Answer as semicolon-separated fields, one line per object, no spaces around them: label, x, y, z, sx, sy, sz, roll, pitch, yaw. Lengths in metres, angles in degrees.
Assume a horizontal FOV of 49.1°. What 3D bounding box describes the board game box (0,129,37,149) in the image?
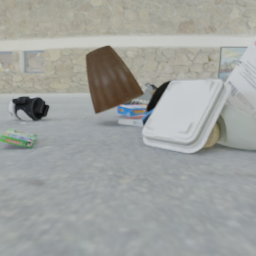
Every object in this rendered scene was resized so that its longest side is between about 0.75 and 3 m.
board game box;-2.615;0.244;6.775;0.711;0.154;1.056;14;5;-15

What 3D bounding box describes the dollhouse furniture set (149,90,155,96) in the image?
dollhouse furniture set;1.314;-0.872;11.376;1.016;1.076;0.702;5;-17;-32

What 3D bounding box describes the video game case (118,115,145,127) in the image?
video game case;1.300;-0.235;10.224;2.750;0.240;1.966;8;11;39

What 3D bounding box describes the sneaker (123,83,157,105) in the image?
sneaker;0.737;-1.734;14.979;2.557;1.477;0.959;6;-24;-19

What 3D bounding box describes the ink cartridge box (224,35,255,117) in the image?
ink cartridge box;3.373;-1.024;7.088;0.910;2.167;1.577;6;39;-25

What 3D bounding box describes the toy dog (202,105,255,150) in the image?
toy dog;2.785;-0.186;6.149;2.851;1.373;1.881;3;10;24

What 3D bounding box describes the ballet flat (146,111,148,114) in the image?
ballet flat;0.918;-0.756;10.505;0.328;0.328;0.883;7;51;37

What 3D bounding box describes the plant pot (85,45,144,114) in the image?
plant pot;-0.691;-1.832;10.218;1.957;2.094;1.957;-21;8;3

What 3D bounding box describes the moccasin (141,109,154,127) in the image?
moccasin;1.318;-0.335;8.169;1.024;0.868;2.546;-18;-7;-37

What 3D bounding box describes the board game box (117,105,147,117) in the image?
board game box;0.407;-0.792;12.744;1.381;0.394;1.410;-4;11;-25

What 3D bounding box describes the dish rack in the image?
dish rack;1.256;-0.434;6.528;1.739;2.026;0.441;9;-30;46

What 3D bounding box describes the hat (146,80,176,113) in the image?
hat;1.542;-0.819;9.793;1.778;1.778;0.717;-7;45;-38

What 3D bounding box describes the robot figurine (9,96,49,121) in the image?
robot figurine;-4.045;-0.778;11.407;1.596;1.199;0.996;3;26;17
